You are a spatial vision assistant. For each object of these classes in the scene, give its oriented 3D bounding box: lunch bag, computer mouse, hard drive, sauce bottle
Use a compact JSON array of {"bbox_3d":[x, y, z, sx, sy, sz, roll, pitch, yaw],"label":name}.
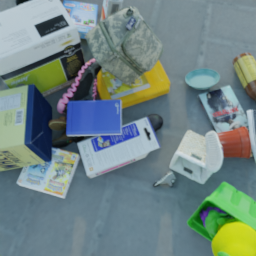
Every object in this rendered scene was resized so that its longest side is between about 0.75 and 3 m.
[{"bbox_3d":[-0.012,-2.931,9.962,2.025,2.415,1.683,-34,60,17],"label":"lunch bag"},{"bbox_3d":[0.724,0.003,10.498,1.078,0.411,1.557,41,71,18],"label":"computer mouse"},{"bbox_3d":[-1.211,-0.361,10.030,1.930,0.245,1.273,-2,73,3],"label":"hard drive"},{"bbox_3d":[4.975,-1.755,11.109,0.853,0.853,2.585,-11,68,-5],"label":"sauce bottle"}]

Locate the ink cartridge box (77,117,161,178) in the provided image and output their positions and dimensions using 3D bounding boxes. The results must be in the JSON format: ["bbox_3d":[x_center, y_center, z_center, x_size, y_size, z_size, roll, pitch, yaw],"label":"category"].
[{"bbox_3d":[-0.334,0.688,9.968,2.738,0.508,1.296,-22,66,0],"label":"ink cartridge box"}]

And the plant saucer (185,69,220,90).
[{"bbox_3d":[2.985,-1.930,11.294,1.343,0.241,1.343,-8,43,7],"label":"plant saucer"}]

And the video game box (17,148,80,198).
[{"bbox_3d":[-2.772,1.469,9.822,1.719,0.402,1.566,13,68,7],"label":"video game box"}]

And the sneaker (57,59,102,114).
[{"bbox_3d":[-1.562,-1.415,10.735,1.229,1.018,2.577,34,91,6],"label":"sneaker"}]

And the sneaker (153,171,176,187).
[{"bbox_3d":[1.295,1.912,9.677,0.832,0.312,0.481,-36,91,0],"label":"sneaker"}]

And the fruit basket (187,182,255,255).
[{"bbox_3d":[3.064,3.212,7.949,2.871,2.071,2.871,8,47,-8],"label":"fruit basket"}]

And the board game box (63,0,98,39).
[{"bbox_3d":[-2.200,-4.835,12.484,1.594,0.386,2.107,5,57,-9],"label":"board game box"}]

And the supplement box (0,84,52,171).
[{"bbox_3d":[-3.991,0.055,9.558,2.309,1.552,2.312,-11,60,6],"label":"supplement box"}]

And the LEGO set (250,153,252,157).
[{"bbox_3d":[4.244,0.729,10.135,0.282,0.349,0.759,24,50,-16],"label":"LEGO set"}]

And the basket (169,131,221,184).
[{"bbox_3d":[2.275,1.015,9.553,1.333,1.345,1.082,25,62,11],"label":"basket"}]

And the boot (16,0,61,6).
[{"bbox_3d":[-4.059,-6.561,13.020,2.927,1.083,2.399,-32,54,-10],"label":"boot"}]

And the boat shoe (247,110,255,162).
[{"bbox_3d":[4.822,0.233,9.979,0.899,0.700,1.979,-8,72,26],"label":"boat shoe"}]

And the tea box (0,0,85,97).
[{"bbox_3d":[-3.362,-2.781,10.402,2.974,2.925,1.987,-27,68,-12],"label":"tea box"}]

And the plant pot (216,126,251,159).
[{"bbox_3d":[3.590,0.577,9.909,1.117,1.149,1.149,-7,65,6],"label":"plant pot"}]

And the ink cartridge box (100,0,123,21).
[{"bbox_3d":[-0.904,-5.529,12.077,0.676,2.185,2.695,-7,65,-16],"label":"ink cartridge box"}]

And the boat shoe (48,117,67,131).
[{"bbox_3d":[-2.441,-0.187,10.267,0.441,1.224,0.414,-44,67,27],"label":"boat shoe"}]

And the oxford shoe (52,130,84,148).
[{"bbox_3d":[-2.319,0.372,10.330,1.280,0.465,0.540,-18,62,-21],"label":"oxford shoe"}]

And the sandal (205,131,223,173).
[{"bbox_3d":[2.733,0.746,8.775,0.347,0.575,1.414,30,53,-35],"label":"sandal"}]

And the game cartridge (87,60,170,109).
[{"bbox_3d":[0.033,-2.104,11.424,2.828,0.459,2.493,-20,66,-6],"label":"game cartridge"}]

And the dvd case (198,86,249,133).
[{"bbox_3d":[3.717,-0.621,10.834,1.407,0.212,1.928,-17,72,-8],"label":"dvd case"}]
